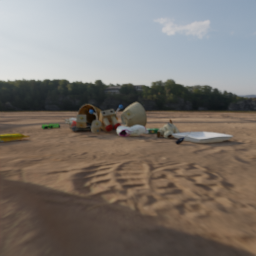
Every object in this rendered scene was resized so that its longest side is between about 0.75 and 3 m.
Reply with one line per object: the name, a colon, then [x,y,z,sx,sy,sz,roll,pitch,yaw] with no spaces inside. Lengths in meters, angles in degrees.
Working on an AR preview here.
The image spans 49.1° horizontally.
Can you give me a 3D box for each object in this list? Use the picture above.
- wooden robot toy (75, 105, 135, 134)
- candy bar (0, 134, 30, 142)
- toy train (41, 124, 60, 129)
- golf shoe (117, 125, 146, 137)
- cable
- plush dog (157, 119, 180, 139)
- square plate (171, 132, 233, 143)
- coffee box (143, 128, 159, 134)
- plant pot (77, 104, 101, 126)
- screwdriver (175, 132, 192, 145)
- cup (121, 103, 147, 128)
wooden robot toy: [-1.128,-0.132,13.813,2.882,1.270,1.308,-11,-33,-20]
candy bar: [-4.968,0.414,10.529,0.615,0.273,2.468,0,4,42]
toy train: [-4.383,-0.079,15.970,0.335,0.248,1.187,18,16,41]
golf shoe: [0.148,0.190,12.344,1.313,0.495,0.601,-5,18,1]
cable: [-1.904,-0.173,14.475,2.702,0.680,1.312,-2,7,-9]
plush dog: [1.625,0.121,12.014,0.822,0.768,0.957,-26,-12,39]
square plate: [2.908,0.374,11.110,1.724,0.245,1.707,-3,6,-29]
coffee box: [1.100,0.153,13.609,0.936,0.206,0.576,-1,6,-8]
plant pot: [-1.865,-0.539,15.762,1.386,1.386,1.487,3,-2,31]
screwdriver: [2.142,0.352,10.458,0.186,0.179,1.280,24,32,35]
cup: [0.214,-0.581,15.824,1.063,1.486,1.486,-19,13,-25]
